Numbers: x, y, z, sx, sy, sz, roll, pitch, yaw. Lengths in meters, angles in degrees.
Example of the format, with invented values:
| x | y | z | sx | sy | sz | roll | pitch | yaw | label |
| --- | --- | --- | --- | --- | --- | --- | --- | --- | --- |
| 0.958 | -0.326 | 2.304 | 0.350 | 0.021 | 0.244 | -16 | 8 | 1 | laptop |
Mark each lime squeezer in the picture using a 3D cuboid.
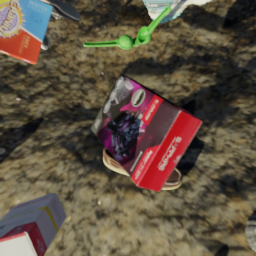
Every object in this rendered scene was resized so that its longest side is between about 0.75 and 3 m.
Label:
| x | y | z | sx | sy | sz | roll | pitch | yaw | label |
| --- | --- | --- | --- | --- | --- | --- | --- | --- | --- |
| 0.073 | -2.400 | 7.401 | 2.453 | 0.866 | 0.463 | -16 | 86 | 21 | lime squeezer |

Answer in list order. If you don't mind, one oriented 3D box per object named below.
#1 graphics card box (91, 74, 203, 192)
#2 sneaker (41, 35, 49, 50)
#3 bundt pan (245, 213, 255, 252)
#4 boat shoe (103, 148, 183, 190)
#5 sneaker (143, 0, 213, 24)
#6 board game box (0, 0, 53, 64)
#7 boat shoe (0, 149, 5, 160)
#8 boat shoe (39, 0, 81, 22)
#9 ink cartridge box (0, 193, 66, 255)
| x | y | z | sx | sy | sz | roll | pitch | yaw | label |
| --- | --- | --- | --- | --- | --- | --- | --- | --- | --- |
| 0.195 | -0.047 | 5.737 | 1.542 | 0.625 | 2.458 | -61 | 35 | 11 | graphics card box |
| -2.836 | -2.885 | 8.806 | 0.452 | 0.910 | 0.355 | 13 | 52 | 37 | sneaker |
| 3.974 | 2.896 | 7.660 | 1.356 | 0.509 | 1.356 | 0 | 65 | 0 | bundt pan |
| 0.420 | 1.105 | 8.235 | 2.502 | 0.901 | 0.903 | 21 | 68 | 9 | boat shoe |
| 1.591 | -3.872 | 7.359 | 2.833 | 1.223 | 1.100 | -22 | 50 | 31 | sneaker |
| -2.773 | -2.402 | 6.197 | 1.830 | 0.369 | 1.400 | 16 | 92 | -30 | board game box |
| -4.643 | 1.291 | 8.440 | 2.087 | 0.758 | 0.655 | -27 | 111 | -17 | boat shoe |
| -1.936 | -3.231 | 7.695 | 1.296 | 0.407 | 0.471 | 26 | 44 | -10 | boat shoe |
| -1.614 | 1.612 | 4.388 | 0.901 | 1.242 | 0.518 | -19 | 100 | 9 | ink cartridge box |
